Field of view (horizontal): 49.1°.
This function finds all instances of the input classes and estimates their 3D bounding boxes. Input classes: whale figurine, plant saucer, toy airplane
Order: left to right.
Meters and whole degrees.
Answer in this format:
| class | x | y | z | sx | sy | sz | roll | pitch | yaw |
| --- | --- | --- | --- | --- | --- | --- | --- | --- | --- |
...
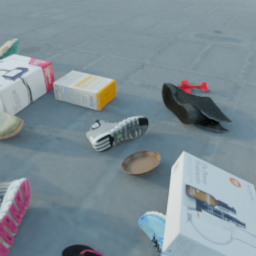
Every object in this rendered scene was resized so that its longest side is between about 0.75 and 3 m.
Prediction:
| class | x | y | z | sx | sy | sz | roll | pitch | yaw |
| --- | --- | --- | --- | --- | --- | --- | --- | --- | --- |
| whale figurine | -5.916 | -3.883 | 14.141 | 1.636 | 0.849 | 1.302 | -14 | 38 | 44 |
| plant saucer | 0.377 | 1.033 | 7.954 | 1.154 | 0.211 | 1.154 | -14 | 25 | 7 |
| toy airplane | 2.697 | -1.705 | 11.911 | 1.644 | 0.302 | 1.644 | 0 | 37 | 0 |

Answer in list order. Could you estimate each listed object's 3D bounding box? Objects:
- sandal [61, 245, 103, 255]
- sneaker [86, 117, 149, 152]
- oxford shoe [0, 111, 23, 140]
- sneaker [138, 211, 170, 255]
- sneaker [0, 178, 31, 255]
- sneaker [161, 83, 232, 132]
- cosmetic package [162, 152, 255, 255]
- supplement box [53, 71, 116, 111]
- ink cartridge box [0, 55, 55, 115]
| class | x | y | z | sx | sy | sz | roll | pitch | yaw |
| --- | --- | --- | --- | --- | --- | --- | --- | --- | --- |
| sandal | -0.655 | 2.761 | 5.606 | 1.587 | 0.358 | 0.596 | 20 | 40 | 26 |
| sneaker | -0.437 | -0.065 | 9.231 | 2.109 | 0.791 | 1.218 | -22 | 37 | -28 |
| oxford shoe | -4.602 | -0.266 | 9.060 | 2.599 | 0.959 | 0.920 | 5 | 58 | 21 |
| sneaker | 0.801 | 2.479 | 5.688 | 0.849 | 0.739 | 1.887 | -29 | 45 | -28 |
| sneaker | -3.063 | 2.106 | 6.127 | 1.058 | 0.892 | 2.420 | -2 | 38 | 12 |
| sneaker | 2.384 | -0.811 | 10.241 | 1.469 | 0.846 | 2.817 | -6 | 38 | -18 |
| cosmetic package | 1.847 | 1.797 | 5.920 | 1.955 | 0.670 | 2.593 | 27 | 30 | -3 |
| supplement box | -1.718 | -1.522 | 11.227 | 2.124 | 0.781 | 1.338 | 16 | 39 | 22 |
| ink cartridge box | -4.690 | -1.761 | 11.196 | 2.088 | 1.216 | 2.885 | 15 | 38 | 20 |
